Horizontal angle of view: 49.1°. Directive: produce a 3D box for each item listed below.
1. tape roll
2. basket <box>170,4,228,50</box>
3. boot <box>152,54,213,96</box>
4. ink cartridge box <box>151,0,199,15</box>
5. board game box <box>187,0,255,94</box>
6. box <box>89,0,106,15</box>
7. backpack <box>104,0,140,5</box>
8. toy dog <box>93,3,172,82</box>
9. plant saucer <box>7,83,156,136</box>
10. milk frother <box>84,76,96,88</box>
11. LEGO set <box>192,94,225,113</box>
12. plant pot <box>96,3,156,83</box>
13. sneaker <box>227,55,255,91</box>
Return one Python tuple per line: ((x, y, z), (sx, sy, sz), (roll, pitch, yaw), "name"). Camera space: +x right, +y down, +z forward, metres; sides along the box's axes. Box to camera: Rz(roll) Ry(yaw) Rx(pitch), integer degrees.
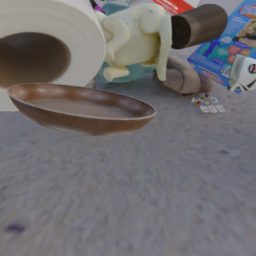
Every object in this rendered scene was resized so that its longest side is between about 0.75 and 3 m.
((-1.991, -1.818, 4.995), (2.782, 2.782, 1.910), (-14, 67, -21), "tape roll")
((1.602, -2.501, 7.016), (1.273, 0.960, 1.412), (-5, 19, 46), "basket")
((2.076, -1.992, 10.382), (2.096, 1.007, 2.868), (12, 34, 7), "boot")
((1.305, -4.484, 8.700), (2.212, 0.684, 2.728), (25, 41, -18), "ink cartridge box")
((3.161, -2.339, 7.690), (2.514, 0.566, 1.912), (-46, 41, 4), "board game box")
((-1.816, -3.036, 7.053), (0.410, 2.271, 1.623), (35, 89, 44), "box")
((0.040, -2.542, 4.495), (1.221, 0.919, 1.084), (-24, 18, 33), "backpack")
((-0.246, -2.328, 6.879), (2.405, 1.678, 2.332), (-1, 72, 0), "toy dog")
((-0.487, -0.223, 3.109), (1.592, 0.255, 1.592), (8, 16, -2), "plant saucer")
((-2.194, -1.948, 9.493), (1.507, 1.669, 1.570), (22, 37, 38), "milk frother")
((2.557, -0.762, 9.028), (0.768, 0.252, 1.028), (-3, 41, -12), "LEGO set")
((0.134, -2.890, 9.961), (1.860, 2.776, 2.776), (10, 33, 14), "plant pot")
((2.172, -0.884, 4.970), (0.696, 0.583, 1.574), (17, 12, 18), "sneaker")
